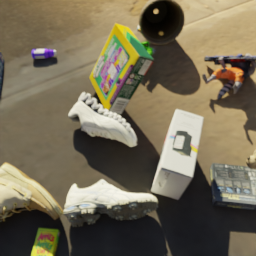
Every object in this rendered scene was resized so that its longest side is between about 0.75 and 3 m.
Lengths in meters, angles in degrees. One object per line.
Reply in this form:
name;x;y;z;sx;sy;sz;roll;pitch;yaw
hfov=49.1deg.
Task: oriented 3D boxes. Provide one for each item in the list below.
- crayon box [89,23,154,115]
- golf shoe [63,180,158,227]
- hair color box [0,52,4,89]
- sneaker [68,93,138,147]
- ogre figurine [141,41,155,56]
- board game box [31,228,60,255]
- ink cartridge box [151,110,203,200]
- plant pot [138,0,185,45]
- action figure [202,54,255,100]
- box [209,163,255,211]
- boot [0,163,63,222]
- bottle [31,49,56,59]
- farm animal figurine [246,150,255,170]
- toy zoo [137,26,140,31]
crayon box;-0.381;-2.237;10.820;0.764;2.619;2.260;5;42;-36
golf shoe;-0.521;2.079;8.496;2.795;1.094;1.359;-3;46;-4
hair color box;-6.198;-2.326;12.120;1.244;0.753;2.487;-9;52;-7
sneaker;-0.936;-0.073;10.192;3.000;1.127;1.216;34;71;27
ogre figurine;0.613;-3.487;12.904;0.950;0.777;1.584;-30;21;-14
board game box;-2.355;3.455;7.853;0.590;0.277;1.161;3;52;3
ink cartridge box;1.571;0.874;8.979;0.957;1.685;2.312;17;54;5
plant pot;1.536;-5.541;13.947;2.184;2.184;1.895;-3;40;-3
action figure;4.320;-2.378;12.146;2.607;1.410;2.695;-32;32;-31
box;3.558;1.882;8.991;1.725;0.440;1.360;5;51;3
boot;-3.467;2.432;8.211;2.695;0.981;2.095;28;56;21
bottle;-3.993;-3.525;13.314;1.110;0.362;0.464;-4;50;-3
farm animal figurine;4.560;1.393;8.779;1.776;1.106;2.199;41;29;19
toy zoo;0.875;-5.296;14.887;0.864;0.088;0.567;-14;53;-11
